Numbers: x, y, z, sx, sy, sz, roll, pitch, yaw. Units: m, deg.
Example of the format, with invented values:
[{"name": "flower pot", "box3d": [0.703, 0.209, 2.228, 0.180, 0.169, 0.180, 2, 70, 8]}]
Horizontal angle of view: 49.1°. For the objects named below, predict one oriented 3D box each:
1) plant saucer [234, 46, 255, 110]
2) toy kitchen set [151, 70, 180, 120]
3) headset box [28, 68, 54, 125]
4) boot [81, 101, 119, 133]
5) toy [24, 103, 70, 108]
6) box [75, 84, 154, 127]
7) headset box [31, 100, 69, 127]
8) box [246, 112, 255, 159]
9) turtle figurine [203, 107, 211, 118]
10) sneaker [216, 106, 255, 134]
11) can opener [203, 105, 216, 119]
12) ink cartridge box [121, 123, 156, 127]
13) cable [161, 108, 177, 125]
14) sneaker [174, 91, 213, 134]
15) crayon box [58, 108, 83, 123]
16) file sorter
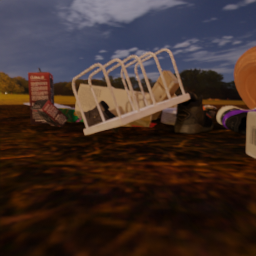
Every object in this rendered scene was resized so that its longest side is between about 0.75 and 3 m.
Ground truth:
[{"name": "plant saucer", "box3d": [4.489, -1.169, 8.712, 0.472, 2.925, 2.925, -36, 18, -15]}, {"name": "toy kitchen set", "box3d": [1.091, -1.020, 11.674, 1.953, 2.164, 1.766, -6, 50, -41]}, {"name": "headset box", "box3d": [-3.415, -1.277, 11.155, 0.837, 2.166, 1.612, -3, 7, -10]}, {"name": "boot", "box3d": [-0.855, -0.176, 8.338, 0.984, 1.130, 0.391, -34, -10, 32]}, {"name": "toy", "box3d": [-4.223, -0.938, 14.859, 2.667, 0.630, 1.536, 19, 21, 39]}, {"name": "box", "box3d": [-0.426, -0.715, 9.203, 2.448, 1.006, 0.837, 9, -16, 1]}, {"name": "headset box", "box3d": [-2.745, -0.534, 9.667, 0.832, 0.432, 1.118, 7, -30, 45]}, {"name": "box", "box3d": [3.210, 0.130, 4.511, 2.307, 0.789, 0.948, 1, 6, 1]}, {"name": "turtle figurine", "box3d": [2.798, -0.629, 11.348, 0.925, 1.148, 0.370, -43, 3, -16]}, {"name": "sneaker", "box3d": [3.520, -0.131, 7.512, 2.062, 0.717, 1.025, -4, 24, -12]}, {"name": "can opener", "box3d": [3.423, -0.657, 13.390, 0.583, 0.731, 2.185, 8, -9, -14]}, {"name": "ink cartridge box", "box3d": [-0.018, -0.322, 10.401, 1.997, 0.570, 1.623, -3, 5, 13]}, {"name": "cable", "box3d": [1.980, -0.413, 10.235, 1.552, 0.537, 1.552, 13, 16, 41]}, {"name": "sneaker", "box3d": [2.067, -0.486, 8.481, 0.807, 1.209, 2.111, 8, 7, 36]}, {"name": "crayon box", "box3d": [-2.338, -0.593, 12.403, 1.138, 0.558, 1.916, -4, 7, -33]}, {"name": "file sorter", "box3d": [0.017, -0.970, 7.280, 2.432, 1.515, 1.688, -23, 5, -37]}]
